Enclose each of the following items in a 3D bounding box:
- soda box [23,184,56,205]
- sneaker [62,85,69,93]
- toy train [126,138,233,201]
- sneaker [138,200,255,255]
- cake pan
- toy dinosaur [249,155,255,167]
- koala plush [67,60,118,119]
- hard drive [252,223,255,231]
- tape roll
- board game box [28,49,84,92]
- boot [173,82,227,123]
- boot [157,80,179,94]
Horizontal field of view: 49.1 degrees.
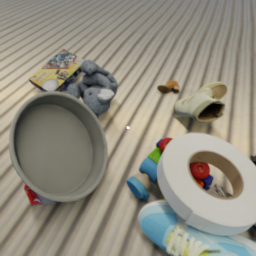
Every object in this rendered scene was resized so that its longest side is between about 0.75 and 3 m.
[{"bbox_3d":[-1.882,0.877,6.597,0.576,0.636,1.817,-3,39,0],"label":"soda box"},{"bbox_3d":[-2.288,-1.470,9.677,0.983,0.390,0.363,14,40,14],"label":"sneaker"},{"bbox_3d":[1.190,1.397,5.865,1.377,1.007,2.380,-42,61,-19],"label":"toy train"},{"bbox_3d":[1.081,2.032,4.480,2.447,0.973,1.598,19,10,22],"label":"sneaker"},{"bbox_3d":[-1.427,0.388,5.899,0.425,2.315,2.315,-20,22,42],"label":"cake pan"},{"bbox_3d":[3.387,1.027,6.271,1.991,1.017,1.351,-11,52,-47],"label":"toy dinosaur"},{"bbox_3d":[-0.911,-0.951,8.325,1.450,1.399,1.578,21,32,-27],"label":"koala plush"},{"bbox_3d":[3.033,1.784,5.283,1.095,0.180,0.764,-31,43,-17],"label":"hard drive"},{"bbox_3d":[1.527,0.941,5.158,2.042,0.373,2.042,11,43,-10],"label":"tape roll"},{"bbox_3d":[-2.375,-1.890,9.558,1.153,0.295,1.702,32,67,22],"label":"board game box"},{"bbox_3d":[2.389,-0.744,8.074,1.831,0.660,1.416,-26,19,-11],"label":"boot"},{"bbox_3d":[1.381,-1.459,9.750,0.809,0.298,0.626,10,40,-6],"label":"boot"}]
